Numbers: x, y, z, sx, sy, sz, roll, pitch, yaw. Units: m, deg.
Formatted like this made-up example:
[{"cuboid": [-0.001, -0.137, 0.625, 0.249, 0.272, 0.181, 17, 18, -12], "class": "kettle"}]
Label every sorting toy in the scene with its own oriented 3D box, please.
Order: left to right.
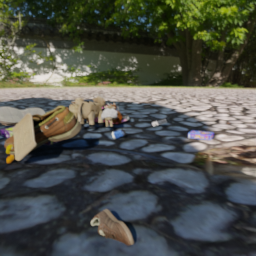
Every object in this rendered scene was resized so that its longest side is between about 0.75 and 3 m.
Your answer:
[{"cuboid": [-3.309, 0.412, 8.625, 1.525, 1.136, 0.204, -37, -32, 29], "class": "sorting toy"}]

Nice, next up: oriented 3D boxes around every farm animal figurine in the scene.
[{"cuboid": [-1.844, -0.948, 14.216, 2.964, 1.545, 2.931, 0, 8, 8], "class": "farm animal figurine"}]

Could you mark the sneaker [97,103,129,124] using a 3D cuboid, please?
[{"cuboid": [-0.989, -0.842, 15.729, 2.270, 1.083, 0.897, 8, 12, 27], "class": "sneaker"}]

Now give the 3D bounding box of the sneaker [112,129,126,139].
[{"cuboid": [-0.359, 0.250, 11.888, 0.468, 0.323, 0.841, -21, -3, 17], "class": "sneaker"}]

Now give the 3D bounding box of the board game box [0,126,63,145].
[{"cuboid": [-3.936, 0.228, 12.163, 2.692, 0.435, 1.615, 7, 19, 26], "class": "board game box"}]

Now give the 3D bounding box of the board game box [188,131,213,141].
[{"cuboid": [3.158, 0.325, 12.173, 0.958, 0.215, 0.644, 6, 13, 28], "class": "board game box"}]

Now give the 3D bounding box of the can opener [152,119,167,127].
[{"cuboid": [1.601, -0.279, 14.420, 0.826, 0.217, 0.274, -17, 16, 33], "class": "can opener"}]

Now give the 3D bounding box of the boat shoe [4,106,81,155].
[{"cuboid": [-3.066, 0.010, 9.445, 2.989, 1.016, 1.075, -20, 34, 16], "class": "boat shoe"}]

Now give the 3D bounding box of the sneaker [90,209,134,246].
[{"cuboid": [-0.295, 1.816, 4.917, 0.402, 0.375, 1.064, -27, 20, -24], "class": "sneaker"}]

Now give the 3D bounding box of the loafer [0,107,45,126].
[{"cuboid": [-5.614, -0.450, 14.230, 2.788, 0.877, 1.002, -4, 53, -42], "class": "loafer"}]
